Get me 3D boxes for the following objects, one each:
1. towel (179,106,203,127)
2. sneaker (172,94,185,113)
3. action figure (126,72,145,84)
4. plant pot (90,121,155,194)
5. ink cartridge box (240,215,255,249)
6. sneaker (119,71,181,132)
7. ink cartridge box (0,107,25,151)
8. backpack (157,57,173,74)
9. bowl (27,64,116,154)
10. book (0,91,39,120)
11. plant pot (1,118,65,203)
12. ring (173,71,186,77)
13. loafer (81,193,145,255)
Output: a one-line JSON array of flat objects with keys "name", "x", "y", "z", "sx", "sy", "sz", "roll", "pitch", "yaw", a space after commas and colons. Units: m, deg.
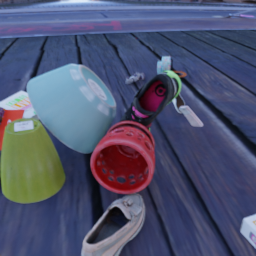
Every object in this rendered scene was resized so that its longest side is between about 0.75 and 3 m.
[{"name": "towel", "x": 1.805, "y": -0.320, "z": 8.138, "sx": 0.124, "sy": 0.735, "sz": 0.770, "roll": -41, "pitch": 4, "yaw": -2}, {"name": "sneaker", "x": 1.710, "y": -0.885, "z": 9.609, "sx": 0.331, "sy": 0.385, "sz": 0.909, "roll": -11, "pitch": 71, "yaw": -3}, {"name": "action figure", "x": 0.292, "y": -2.170, "z": 12.119, "sx": 0.726, "sy": 0.387, "sz": 1.116, "roll": -5, "pitch": 16, "yaw": 31}, {"name": "plant pot", "x": -0.031, "y": 0.572, "z": 5.923, "sx": 1.266, "sy": 1.266, "sz": 1.153, "roll": 6, "pitch": 25, "yaw": 10}, {"name": "ink cartridge box", "x": 2.996, "y": 2.204, "z": 4.463, "sx": 1.069, "sy": 0.419, "sz": 2.257, "roll": -11, "pitch": 29, "yaw": -19}, {"name": "sneaker", "x": 0.266, "y": -0.335, "z": 6.694, "sx": 0.941, "sy": 2.453, "sz": 1.028, "roll": 37, "pitch": 18, "yaw": 19}, {"name": "ink cartridge box", "x": -3.770, "y": -0.042, "z": 7.241, "sx": 2.158, "sy": 1.176, "sz": 0.543, "roll": 2, "pitch": -16, "yaw": 27}, {"name": "backpack", "x": 1.660, "y": -2.680, "z": 12.466, "sx": 0.737, "sy": 0.979, "sz": 0.869, "roll": 4, "pitch": 31, "yaw": 7}, {"name": "bowl", "x": -1.234, "y": -0.689, "z": 7.242, "sx": 1.271, "sy": 2.430, "sz": 2.430, "roll": -38, "pitch": 26, "yaw": 15}, {"name": "book", "x": -3.523, "y": -0.683, "z": 9.634, "sx": 1.699, "sy": 0.408, "sz": 1.135, "roll": 19, "pitch": 38, "yaw": 27}, {"name": "plant pot", "x": -2.185, "y": 0.602, "z": 6.158, "sx": 1.410, "sy": 1.507, "sz": 1.410, "roll": 0, "pitch": 30, "yaw": 0}, {"name": "ring", "x": 2.331, "y": -2.541, "z": 13.145, "sx": 0.807, "sy": 0.077, "sz": 0.807, "roll": 1, "pitch": 30, "yaw": 0}, {"name": "loafer", "x": -0.193, "y": 1.717, "z": 5.063, "sx": 0.678, "sy": 0.593, "sz": 1.885, "roll": 11, "pitch": 29, "yaw": 25}]
